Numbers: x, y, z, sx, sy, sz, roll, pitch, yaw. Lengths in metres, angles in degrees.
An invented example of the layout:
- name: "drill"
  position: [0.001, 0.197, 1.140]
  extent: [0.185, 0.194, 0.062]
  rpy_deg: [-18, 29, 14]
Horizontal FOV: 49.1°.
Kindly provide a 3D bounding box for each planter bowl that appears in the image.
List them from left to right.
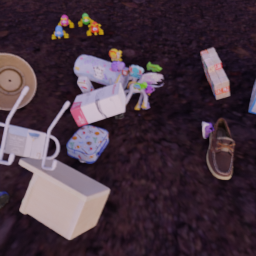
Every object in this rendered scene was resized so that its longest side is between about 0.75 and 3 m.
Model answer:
- name: "planter bowl"
  position: [-4.502, -1.750, 10.521]
  extent: [1.991, 1.991, 1.340]
  rpy_deg: [-16, 17, -14]

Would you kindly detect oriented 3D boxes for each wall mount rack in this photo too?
- name: "wall mount rack"
  position: [-2.123, 0.067, 6.365]
  extent: [0.717, 1.922, 1.670]
  rpy_deg: [-2, 76, 39]

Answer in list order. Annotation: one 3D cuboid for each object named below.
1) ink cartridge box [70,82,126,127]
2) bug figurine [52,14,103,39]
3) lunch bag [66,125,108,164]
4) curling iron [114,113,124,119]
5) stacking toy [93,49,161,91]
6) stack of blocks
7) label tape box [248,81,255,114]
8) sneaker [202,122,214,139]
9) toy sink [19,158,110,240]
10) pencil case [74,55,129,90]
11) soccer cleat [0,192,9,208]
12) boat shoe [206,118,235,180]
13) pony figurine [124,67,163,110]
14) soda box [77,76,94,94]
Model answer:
- name: "ink cartridge box"
  position: [-0.988, -0.833, 9.745]
  extent: [1.728, 0.715, 1.266]
  rpy_deg: [-17, 26, 10]
- name: "bug figurine"
  position: [-2.707, -5.325, 14.582]
  extent: [2.657, 0.684, 2.060]
  rpy_deg: [-10, 47, -9]
- name: "lunch bag"
  position: [-1.276, 0.533, 9.083]
  extent: [1.108, 0.522, 1.383]
  rpy_deg: [18, 43, 14]
- name: "curling iron"
  position: [-0.767, -0.777, 10.569]
  extent: [1.488, 0.190, 0.369]
  rpy_deg: [36, 58, 24]
- name: "stacking toy"
  position: [-0.029, -2.208, 10.435]
  extent: [2.187, 0.514, 1.649]
  rpy_deg: [19, 44, 15]
- name: "stack of blocks"
  position: [3.491, -2.198, 11.270]
  extent: [0.554, 1.090, 1.893]
  rpy_deg: [-17, 47, 12]
- name: "label tape box"
  position: [5.897, -1.424, 10.784]
  extent: [1.921, 0.886, 2.681]
  rpy_deg: [18, 47, 16]
- name: "sneaker"
  position: [2.670, 0.102, 9.346]
  extent: [0.375, 0.898, 0.362]
  rpy_deg: [0, 67, 18]
- name: "toy sink"
  position: [-1.808, 1.727, 7.216]
  extent: [2.118, 1.381, 1.187]
  rpy_deg: [24, 93, 19]
- name: "pencil case"
  position: [-1.078, -2.236, 11.488]
  extent: [2.292, 0.953, 1.040]
  rpy_deg: [24, 67, 20]
- name: "soccer cleat"
  position: [-3.837, 2.221, 7.764]
  extent: [1.151, 0.372, 0.481]
  rpy_deg: [-40, 28, -27]
- name: "boat shoe"
  position: [2.983, 0.587, 8.923]
  extent: [0.791, 0.789, 2.193]
  rpy_deg: [9, 47, 9]
- name: "pony figurine"
  position: [0.511, -1.501, 10.547]
  extent: [1.549, 1.336, 1.604]
  rpy_deg: [9, 78, 7]
- name: "soda box"
  position: [-1.558, -1.524, 10.375]
  extent: [0.335, 0.984, 0.313]
  rpy_deg: [7, 69, 11]
